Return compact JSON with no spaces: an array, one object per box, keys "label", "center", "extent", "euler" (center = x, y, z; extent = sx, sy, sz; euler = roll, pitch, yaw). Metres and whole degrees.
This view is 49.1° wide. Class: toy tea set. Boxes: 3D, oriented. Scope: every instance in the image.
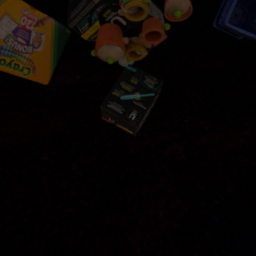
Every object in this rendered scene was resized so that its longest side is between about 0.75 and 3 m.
[{"label":"toy tea set","center":[0.286,-2.263,6.773],"extent":[1.633,2.746,1.016],"euler":[10,67,-28]}]

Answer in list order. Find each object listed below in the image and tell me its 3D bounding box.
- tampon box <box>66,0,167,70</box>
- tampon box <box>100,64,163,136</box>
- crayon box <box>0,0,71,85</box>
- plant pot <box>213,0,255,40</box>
[{"label":"tampon box","center":[-0.307,-3.201,8.112],"extent":[1.743,2.325,1.468],"euler":[-32,46,33]},{"label":"tampon box","center":[0.056,-0.456,4.747],"extent":[0.688,0.580,0.918],"euler":[29,74,6]},{"label":"crayon box","center":[-2.875,-2.250,6.799],"extent":[0.831,2.853,1.694],"euler":[31,100,27]},{"label":"plant pot","center":[3.589,-3.594,8.876],"extent":[1.339,1.338,1.203],"euler":[19,10,-13]}]
